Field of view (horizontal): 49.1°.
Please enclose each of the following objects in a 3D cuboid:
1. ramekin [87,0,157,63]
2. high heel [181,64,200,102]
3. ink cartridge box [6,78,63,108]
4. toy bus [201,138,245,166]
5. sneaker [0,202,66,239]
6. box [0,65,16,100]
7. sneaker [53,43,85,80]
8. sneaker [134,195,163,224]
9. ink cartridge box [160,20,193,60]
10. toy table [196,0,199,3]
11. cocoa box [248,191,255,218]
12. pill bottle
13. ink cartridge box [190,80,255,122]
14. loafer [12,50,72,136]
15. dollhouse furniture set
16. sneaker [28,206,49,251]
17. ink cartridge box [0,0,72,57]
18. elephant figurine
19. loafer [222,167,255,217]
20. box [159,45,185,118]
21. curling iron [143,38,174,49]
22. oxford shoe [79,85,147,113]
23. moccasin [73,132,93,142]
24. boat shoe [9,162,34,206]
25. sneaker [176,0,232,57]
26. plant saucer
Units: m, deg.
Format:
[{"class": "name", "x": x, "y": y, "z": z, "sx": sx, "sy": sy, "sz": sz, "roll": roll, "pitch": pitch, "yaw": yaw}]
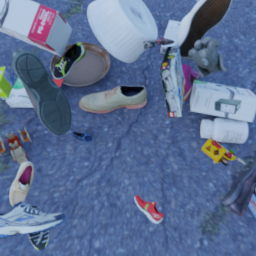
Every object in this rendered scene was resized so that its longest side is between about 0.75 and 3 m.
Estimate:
[{"class": "ramekin", "x": -0.097, "y": -3.868, "z": 10.318, "sx": 1.285, "sy": 2.636, "sz": 2.636, "roll": -30, "pitch": 51, "yaw": 34}, {"class": "high heel", "x": 2.226, "y": -1.914, "z": 11.899, "sx": 1.092, "sy": 0.767, "sz": 2.277, "roll": 29, "pitch": 58, "yaw": 7}, {"class": "ink cartridge box", "x": -3.895, "y": -1.590, "z": 11.681, "sx": 1.968, "sy": 0.493, "sz": 1.584, "roll": 1, "pitch": 57, "yaw": 20}, {"class": "toy bus", "x": 2.324, "y": 0.686, "z": 7.116, "sx": 0.888, "sy": 0.486, "sz": 0.941, "roll": 32, "pitch": 15, "yaw": -15}, {"class": "sneaker", "x": -2.038, "y": 1.778, "z": 5.579, "sx": 1.536, "sy": 0.592, "sz": 0.654, "roll": -5, "pitch": 74, "yaw": -11}, {"class": "box", "x": -4.169, "y": -1.559, "z": 9.478, "sx": 0.254, "sy": 0.649, "sz": 1.064, "roll": -7, "pitch": 53, "yaw": 8}, {"class": "sneaker", "x": -2.188, "y": -2.395, "z": 9.838, "sx": 1.582, "sy": 0.655, "sz": 0.567, "roll": -46, "pitch": 76, "yaw": 9}, {"class": "sneaker", "x": 0.515, "y": 1.906, "z": 6.781, "sx": 0.868, "sy": 0.334, "sz": 0.369, "roll": 41, "pitch": 97, "yaw": 27}, {"class": "ink cartridge box", "x": 2.574, "y": -4.310, "z": 13.635, "sx": 1.688, "sy": 0.522, "sz": 2.082, "roll": 13, "pitch": 55, "yaw": 8}, {"class": "toy table", "x": 2.860, "y": -5.384, "z": 10.881, "sx": 0.959, "sy": 1.043, "sz": 0.611, "roll": -21, "pitch": 86, "yaw": 0}, {"class": "cocoa box", "x": 5.166, "y": 2.133, "z": 9.038, "sx": 2.245, "sy": 1.473, "sz": 1.497, "roll": -18, "pitch": 60, "yaw": -11}, {"class": "pill bottle", "x": 3.610, "y": 0.091, "z": 10.632, "sx": 1.585, "sy": 0.907, "sz": 0.907, "roll": 4, "pitch": 58, "yaw": 2}, {"class": "ink cartridge box", "x": 3.639, "y": -1.086, "z": 10.899, "sx": 2.292, "sy": 0.964, "sz": 1.673, "roll": 11, "pitch": 21, "yaw": 6}, {"class": "loafer", "x": -2.614, "y": -1.082, "z": 8.624, "sx": 1.048, "sy": 2.917, "sz": 0.918, "roll": -33, "pitch": 39, "yaw": -18}, {"class": "dollhouse furniture set", "x": -4.220, "y": 0.736, "z": 10.528, "sx": 1.239, "sy": 0.638, "sz": 1.226, "roll": -26, "pitch": 50, "yaw": -16}, {"class": "sneaker", "x": -2.183, "y": 2.470, "z": 6.768, "sx": 0.459, "sy": 0.531, "sz": 1.175, "roll": -11, "pitch": 39, "yaw": -23}, {"class": "ink cartridge box", "x": -3.459, "y": -3.508, "z": 9.192, "sx": 2.687, "sy": 1.952, "sz": 1.120, "roll": 23, "pitch": 94, "yaw": 0}, {"class": "elephant figurine", "x": 2.569, "y": -2.000, "z": 8.583, "sx": 1.087, "sy": 1.401, "sz": 0.991, "roll": -52, "pitch": 40, "yaw": -6}, {"class": "loafer", "x": 3.166, "y": 1.734, "z": 7.662, "sx": 1.855, "sy": 0.667, "sz": 0.584, "roll": -29, "pitch": 74, "yaw": -44}, {"class": "box", "x": 1.527, "y": -1.620, "z": 9.369, "sx": 0.476, "sy": 1.634, "sz": 2.387, "roll": -6, "pitch": 29, "yaw": 17}, {"class": "curling iron", "x": 1.174, "y": -3.046, "z": 9.946, "sx": 0.531, "sy": 0.274, "sz": 2.141, "roll": 1, "pitch": 19, "yaw": 34}, {"class": "oxford shoe", "x": -0.619, "y": -1.315, "z": 11.422, "sx": 2.813, "sy": 1.038, "sz": 0.996, "roll": -9, "pitch": 59, "yaw": -5}, {"class": "moccasin", "x": -1.779, "y": 0.355, "z": 10.843, "sx": 0.806, "sy": 0.275, "sz": 0.324, "roll": 10, "pitch": 59, "yaw": 6}, {"class": "boat shoe", "x": -2.727, "y": 1.457, "z": 7.199, "sx": 0.439, "sy": 0.412, "sz": 1.191, "roll": 17, "pitch": 80, "yaw": -29}, {"class": "sneaker", "x": 2.409, "y": -3.861, "z": 9.683, "sx": 1.066, "sy": 2.929, "sz": 1.240, "roll": 10, "pitch": 60, "yaw": -18}, {"class": "plant saucer", "x": -2.145, "y": -2.819, "z": 12.721, "sx": 2.690, "sy": 0.431, "sz": 2.690, "roll": 0, "pitch": 59, "yaw": -1}]
